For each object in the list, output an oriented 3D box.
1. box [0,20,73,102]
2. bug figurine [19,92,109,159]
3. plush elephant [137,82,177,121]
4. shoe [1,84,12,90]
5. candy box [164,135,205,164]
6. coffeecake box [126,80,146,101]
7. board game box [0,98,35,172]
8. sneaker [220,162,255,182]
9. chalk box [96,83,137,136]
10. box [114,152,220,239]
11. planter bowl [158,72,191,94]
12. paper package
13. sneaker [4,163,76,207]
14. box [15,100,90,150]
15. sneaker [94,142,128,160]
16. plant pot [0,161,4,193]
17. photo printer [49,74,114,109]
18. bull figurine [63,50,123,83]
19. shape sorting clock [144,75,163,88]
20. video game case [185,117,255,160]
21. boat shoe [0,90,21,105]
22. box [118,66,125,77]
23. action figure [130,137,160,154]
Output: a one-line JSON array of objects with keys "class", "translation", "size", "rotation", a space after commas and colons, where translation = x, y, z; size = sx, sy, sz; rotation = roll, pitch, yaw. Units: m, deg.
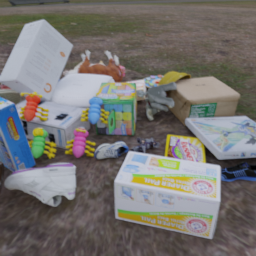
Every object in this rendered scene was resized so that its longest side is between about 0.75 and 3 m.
[{"class": "box", "translation": [-3.327, -2.400, 10.268], "size": [1.196, 1.526, 2.454], "rotation": [5, 69, 37]}, {"class": "bug figurine", "translation": [-1.993, -0.126, 8.421], "size": [2.822, 0.726, 2.188], "rotation": [1, 69, -4]}, {"class": "plush elephant", "translation": [1.074, -0.916, 10.443], "size": [1.458, 1.129, 1.201], "rotation": [0, 50, 7]}, {"class": "shoe", "translation": [-5.498, -1.919, 12.930], "size": [0.338, 0.430, 0.946], "rotation": [9, 31, 15]}, {"class": "candy box", "translation": [1.623, 0.939, 8.060], "size": [1.172, 0.303, 2.292], "rotation": [9, 31, 7]}, {"class": "coffeecake box", "translation": [0.216, -1.598, 12.073], "size": [1.013, 0.482, 1.319], "rotation": [-8, 25, 9]}, {"class": "board game box", "translation": [-3.678, 0.058, 7.799], "size": [2.026, 2.069, 0.578], "rotation": [21, 42, 32]}, {"class": "sneaker", "translation": [2.956, 1.141, 7.537], "size": [1.214, 0.473, 0.426], "rotation": [-1, 30, -1]}, {"class": "chalk box", "translation": [-0.401, -0.586, 9.703], "size": [1.333, 1.339, 2.153], "rotation": [1, 31, 3]}, {"class": "box", "translation": [0.898, 1.458, 6.332], "size": [2.188, 1.109, 1.230], "rotation": [8, 31, 13]}, {"class": "planter bowl", "translation": [1.727, -1.804, 11.439], "size": [1.608, 1.608, 0.670], "rotation": [-26, 69, -37]}, {"class": "paper package", "translation": [2.784, -1.101, 10.825], "size": [2.134, 1.104, 2.034], "rotation": [-7, 30, -14]}, {"class": "sneaker", "translation": [-2.121, 1.409, 6.617], "size": [1.984, 0.988, 0.743], "rotation": [-11, -5, 22]}, {"class": "box", "translation": [-2.798, -0.217, 9.579], "size": [2.596, 0.780, 1.514], "rotation": [12, 32, 20]}, {"class": "sneaker", "translation": [-0.471, 0.691, 8.326], "size": [1.094, 0.422, 0.466], "rotation": [-18, 25, -27]}, {"class": "plant pot", "translation": [-4.268, 1.146, 5.798], "size": [2.907, 2.717, 2.717], "rotation": [11, 27, -14]}, {"class": "photo printer", "translation": [-1.975, -1.351, 11.391], "size": [2.277, 0.950, 2.737], "rotation": [7, 30, 13]}, {"class": "bull figurine", "translation": [-1.670, -2.808, 13.502], "size": [2.816, 1.709, 0.917], "rotation": [2, -7, -8]}, {"class": "shape sorting clock", "translation": [1.726, -2.193, 13.418], "size": [2.158, 0.423, 2.158], "rotation": [0, 30, 0]}, {"class": "video game case", "translation": [3.358, 0.218, 8.873], "size": [2.342, 0.283, 2.569], "rotation": [-2, 24, -10]}, {"class": "boat shoe", "translation": [-5.544, -1.059, 10.753], "size": [2.701, 1.008, 0.841], "rotation": [-16, 49, -17]}, {"class": "box", "translation": [-0.677, -2.830, 14.457], "size": [0.994, 0.510, 0.470], "rotation": [-23, 38, -37]}, {"class": "action figure", "translation": [0.536, 0.539, 8.603], "size": [0.768, 0.409, 1.180], "rotation": [2, 20, 30]}]
